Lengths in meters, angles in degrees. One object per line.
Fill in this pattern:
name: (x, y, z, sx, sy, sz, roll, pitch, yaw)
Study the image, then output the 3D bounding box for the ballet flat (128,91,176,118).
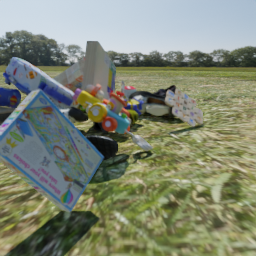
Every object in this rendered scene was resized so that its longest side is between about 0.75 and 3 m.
ballet flat: (0.803, -0.887, 10.554, 2.651, 0.901, 0.907, 11, 26, 41)

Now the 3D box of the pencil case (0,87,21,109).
pencil case: (-4.399, -1.086, 9.033, 1.752, 0.684, 0.761, 9, 27, -42)

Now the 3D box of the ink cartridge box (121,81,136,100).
ink cartridge box: (0.015, -1.508, 12.407, 0.544, 1.139, 1.298, -2, 15, -7)

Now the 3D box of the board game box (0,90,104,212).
board game box: (-1.042, 0.339, 3.804, 0.246, 1.437, 0.966, -2, 46, 43)

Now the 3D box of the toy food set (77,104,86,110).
toy food set: (-2.252, -0.851, 11.554, 2.022, 0.406, 1.396, -8, 7, 11)

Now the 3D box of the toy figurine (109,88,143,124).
toy figurine: (0.152, -0.820, 9.322, 0.998, 0.879, 1.666, -13, 29, -27)

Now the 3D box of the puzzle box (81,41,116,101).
puzzle box: (-0.908, -1.463, 9.265, 0.360, 1.884, 2.832, 5, -4, 8)

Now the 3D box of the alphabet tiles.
alphabet tiles: (1.816, -0.656, 9.046, 1.430, 0.104, 1.398, 30, 42, -11)

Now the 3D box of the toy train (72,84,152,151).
toy train: (-0.296, -0.467, 7.169, 2.031, 0.752, 2.703, 26, 9, -29)

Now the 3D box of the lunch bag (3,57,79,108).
lunch bag: (-2.995, -1.389, 9.838, 2.084, 0.983, 2.601, 34, 2, 39)

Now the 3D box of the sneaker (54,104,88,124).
sneaker: (-1.922, -0.263, 8.636, 1.636, 0.606, 0.724, 9, 57, 40)

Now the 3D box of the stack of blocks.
stack of blocks: (-2.361, -1.933, 12.357, 2.408, 0.705, 1.386, -27, -23, 22)

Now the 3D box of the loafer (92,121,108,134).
loafer: (-0.879, -0.153, 8.395, 0.449, 0.435, 1.280, -42, 33, -15)

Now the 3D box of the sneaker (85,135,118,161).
sneaker: (-0.914, 0.324, 5.838, 1.485, 0.562, 0.650, -5, 23, 10)

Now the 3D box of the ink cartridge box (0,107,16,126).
ink cartridge box: (-4.391, -0.293, 8.703, 1.550, 0.582, 1.277, 8, 14, 32)

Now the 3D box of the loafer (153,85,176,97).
loafer: (1.674, -1.660, 13.802, 0.860, 0.754, 2.393, 11, 18, 36)
